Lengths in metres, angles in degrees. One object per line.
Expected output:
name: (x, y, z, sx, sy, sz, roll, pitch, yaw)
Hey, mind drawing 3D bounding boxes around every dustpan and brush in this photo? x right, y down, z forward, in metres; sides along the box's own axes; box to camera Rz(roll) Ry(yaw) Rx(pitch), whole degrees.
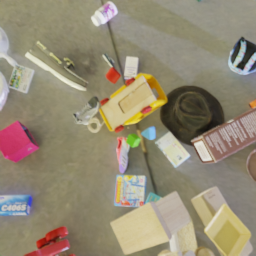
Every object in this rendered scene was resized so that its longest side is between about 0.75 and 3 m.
dustpan and brush: (-5.301, -3.205, 11.425, 2.111, 0.604, 1.473, 40, 82, 18)

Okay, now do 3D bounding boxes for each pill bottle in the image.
pill bottle: (-1.025, -4.789, 11.835, 1.035, 0.581, 0.581, -43, 77, -11)

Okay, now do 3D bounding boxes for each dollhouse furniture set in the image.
dollhouse furniture set: (1.709, 3.587, 9.269, 2.990, 2.436, 2.844, -15, 70, -41)

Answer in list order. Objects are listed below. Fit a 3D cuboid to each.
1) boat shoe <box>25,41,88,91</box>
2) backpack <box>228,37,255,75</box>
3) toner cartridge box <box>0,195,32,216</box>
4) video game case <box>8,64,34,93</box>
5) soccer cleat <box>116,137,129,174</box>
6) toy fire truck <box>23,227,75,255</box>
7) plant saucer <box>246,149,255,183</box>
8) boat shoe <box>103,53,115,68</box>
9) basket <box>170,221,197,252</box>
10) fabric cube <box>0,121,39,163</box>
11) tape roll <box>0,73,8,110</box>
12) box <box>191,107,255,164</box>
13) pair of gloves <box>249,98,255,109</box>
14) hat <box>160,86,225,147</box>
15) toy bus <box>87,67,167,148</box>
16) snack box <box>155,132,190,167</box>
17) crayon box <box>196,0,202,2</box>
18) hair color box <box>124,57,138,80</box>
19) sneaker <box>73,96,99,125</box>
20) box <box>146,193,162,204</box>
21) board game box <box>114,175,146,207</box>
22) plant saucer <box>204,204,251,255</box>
boat shoe: (-2.662, -2.410, 10.824, 2.861, 1.023, 0.855, 33, 89, 13)
backpack: (4.555, -2.665, 11.000, 1.233, 0.909, 1.351, 29, 74, 8)
toner cartridge box: (-4.037, 2.651, 9.568, 1.322, 0.285, 0.628, -2, 47, -1)
video game case: (-4.202, -1.933, 10.995, 0.860, 0.104, 0.943, 20, 93, 14)
soccer cleat: (-0.237, 0.975, 10.031, 0.475, 0.442, 1.297, 14, 73, -30)
toy fire truck: (-2.624, 3.851, 8.315, 1.656, 1.973, 1.106, -3, 59, -43)
plant saucer: (4.964, 1.424, 10.086, 1.471, 0.253, 1.471, 0, 72, 0)
boat shoe: (-0.738, -2.715, 11.359, 0.238, 0.288, 0.768, -37, 67, 1)
basket: (1.760, 3.621, 9.136, 0.725, 0.797, 1.176, -5, 73, -6)
fabric cube: (-3.976, 0.514, 9.984, 0.994, 0.979, 0.998, -34, 76, -10)
tape roll: (-6.133, -1.381, 10.814, 2.825, 0.516, 2.825, 0, 73, 1)
box: (3.724, 0.187, 9.687, 2.754, 1.379, 1.032, -25, 83, -7)
pair of gloves: (5.387, -0.698, 10.796, 1.127, 0.156, 1.265, -27, 77, -9)
hat: (2.476, -0.622, 10.321, 2.546, 1.027, 2.546, 0, 72, -1)
toy bus: (0.108, -0.776, 10.095, 2.619, 1.353, 2.472, 19, 105, 28)
snack box: (1.631, 0.792, 10.295, 0.669, 0.214, 1.151, -36, 76, -10)
crayon box: (2.908, -6.582, 12.444, 1.168, 0.467, 1.840, -43, 78, -12)
hair color box: (0.124, -2.394, 11.251, 0.479, 0.284, 0.876, 7, 71, 1)
sneaker: (-1.580, -0.577, 10.101, 0.753, 1.305, 0.490, -8, 50, -44)
box: (1.137, 2.654, 9.706, 1.001, 0.246, 0.412, 25, 75, 7)
board game box: (0.083, 2.181, 9.679, 1.022, 0.292, 1.044, -1, 70, 14)
plant saucer: (2.957, 3.188, 8.500, 1.266, 0.307, 1.266, -36, 81, -35)
